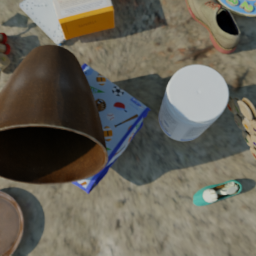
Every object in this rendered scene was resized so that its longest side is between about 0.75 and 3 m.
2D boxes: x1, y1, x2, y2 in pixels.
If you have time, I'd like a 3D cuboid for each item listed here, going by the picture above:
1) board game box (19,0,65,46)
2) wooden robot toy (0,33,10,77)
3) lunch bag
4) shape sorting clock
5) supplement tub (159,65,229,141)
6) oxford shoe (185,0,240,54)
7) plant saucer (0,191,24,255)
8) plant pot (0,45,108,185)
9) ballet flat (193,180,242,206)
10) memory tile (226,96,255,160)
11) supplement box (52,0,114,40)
[{"bbox_3d":[-2.304,-4.150,9.731,2.095,0.271,2.095,-43,79,-10],"label":"board game box"},{"bbox_3d":[-4.744,-2.459,9.093,1.340,1.301,2.953,-28,75,29],"label":"wooden robot toy"},{"bbox_3d":[-1.173,0.087,7.917,2.374,1.729,2.792,34,70,8],"label":"lunch bag"},{"bbox_3d":[4.252,-5.030,9.828,2.590,0.508,2.590,0,76,-1],"label":"shape sorting clock"},{"bbox_3d":[1.684,-0.559,7.746,1.527,2.314,1.527,0,76,0],"label":"supplement tub"},{"bbox_3d":[2.854,-3.843,9.251,0.980,1.040,2.782,-31,78,-7],"label":"oxford shoe"},{"bbox_3d":[-3.929,2.814,7.901,2.076,0.357,2.076,0,74,1],"label":"plant saucer"},{"bbox_3d":[-1.750,-0.458,6.182,2.491,2.491,2.665,-5,57,-1],"label":"plant pot"},{"bbox_3d":[2.578,1.852,8.055,1.492,0.525,0.502,-20,80,-4],"label":"ballet flat"},{"bbox_3d":[3.265,0.167,7.325,0.185,1.685,2.198,-30,98,5],"label":"memory tile"},{"bbox_3d":[-1.648,-4.495,9.132,1.756,1.024,2.786,-16,78,-4],"label":"supplement box"}]
